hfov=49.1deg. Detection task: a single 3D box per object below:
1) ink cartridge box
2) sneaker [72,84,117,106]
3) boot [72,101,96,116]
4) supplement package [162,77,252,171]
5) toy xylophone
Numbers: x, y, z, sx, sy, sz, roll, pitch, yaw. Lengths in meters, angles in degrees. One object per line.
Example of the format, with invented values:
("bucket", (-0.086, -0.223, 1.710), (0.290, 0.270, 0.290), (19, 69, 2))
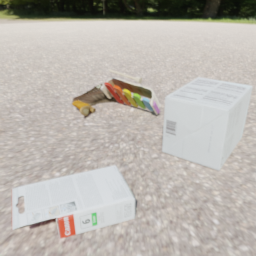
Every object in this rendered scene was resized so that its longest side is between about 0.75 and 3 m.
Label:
("ink cartridge box", (-1.263, 1.731, 6.456), (2.572, 0.647, 1.401), (-10, 28, -17))
("sneaker", (-1.452, -1.589, 12.844), (2.341, 0.884, 0.824), (-11, 29, -23))
("boot", (-1.975, -0.846, 11.567), (0.900, 0.442, 1.257), (23, 11, 16))
("supplement package", (2.554, -0.291, 9.036), (1.919, 1.933, 2.547), (17, 31, 31))
("toy xylophone", (0.054, -1.479, 11.584), (2.729, 1.998, 0.686), (19, 75, 36))
